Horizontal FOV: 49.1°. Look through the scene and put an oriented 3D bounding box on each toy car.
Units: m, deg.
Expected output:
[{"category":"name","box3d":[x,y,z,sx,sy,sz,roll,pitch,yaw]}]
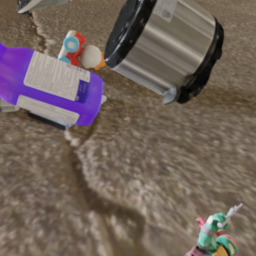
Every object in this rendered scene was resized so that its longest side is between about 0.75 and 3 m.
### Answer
[{"category":"toy car","box3d":[-1.991,-3.090,12.441,2.042,1.806,1.882,22,19,-17]}]

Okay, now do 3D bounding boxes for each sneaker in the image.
[{"category":"sneaker","box3d":[-2.575,-4.313,9.140,2.785,1.104,1.029,-12,69,29]}]

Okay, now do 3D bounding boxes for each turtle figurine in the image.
[{"category":"turtle figurine","box3d":[1.482,2.418,4.699,2.266,1.141,1.697,-33,88,-36]}]

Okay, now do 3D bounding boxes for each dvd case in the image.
[{"category":"dvd case","box3d":[-2.113,-0.785,9.965,1.681,0.207,2.356,19,40,25]}]

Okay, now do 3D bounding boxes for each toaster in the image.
[{"category":"toaster","box3d":[-4.160,-0.871,9.836,0.571,0.502,0.884,-3,34,-8]}]

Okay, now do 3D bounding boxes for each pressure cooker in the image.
[{"category":"pressure cooker","box3d":[0.981,-1.965,6.862,2.655,2.335,2.371,23,23,-20]}]

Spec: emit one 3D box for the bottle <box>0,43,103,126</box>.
[{"category":"bottle","box3d":[-1.571,-0.770,4.477,2.316,0.756,0.967,17,46,-20]}]
